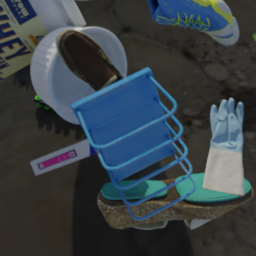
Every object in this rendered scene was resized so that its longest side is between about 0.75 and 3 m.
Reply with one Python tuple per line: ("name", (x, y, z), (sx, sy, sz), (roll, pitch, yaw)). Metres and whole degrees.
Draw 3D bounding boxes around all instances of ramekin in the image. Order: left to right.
("ramekin", (-0.971, -1.063, 5.483), (0.897, 1.840, 1.840), (26, 57, 37))

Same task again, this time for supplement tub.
("supplement tub", (-2.356, -2.265, 5.846), (2.517, 1.825, 1.825), (-29, 59, 2))

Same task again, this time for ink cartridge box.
("ink cartridge box", (-0.895, 0.407, 5.244), (0.882, 1.863, 0.345), (-23, 89, -60))

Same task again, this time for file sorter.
("file sorter", (0.164, 0.279, 3.666), (1.102, 1.588, 0.974), (-27, 40, -5))

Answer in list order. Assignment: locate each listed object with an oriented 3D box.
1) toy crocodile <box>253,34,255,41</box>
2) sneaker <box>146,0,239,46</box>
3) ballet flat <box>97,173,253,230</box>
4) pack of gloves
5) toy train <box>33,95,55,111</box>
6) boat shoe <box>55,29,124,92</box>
("toy crocodile", (3.891, -2.710, 7.832), (1.008, 0.311, 0.340), (-33, 96, -11))
("sneaker", (1.319, -2.626, 6.490), (1.359, 0.980, 2.587), (-45, 96, -3))
("ballet flat", (0.783, 1.309, 4.813), (2.567, 0.838, 0.905), (-2, 23, 4))
("pack of gloves", (1.613, 0.266, 3.662), (1.146, 0.269, 1.364), (8, 65, 12))
("toy train", (-1.999, -0.734, 8.650), (1.896, 0.396, 0.535), (16, 47, 11))
("boat shoe", (-0.425, -0.895, 4.645), (0.654, 1.770, 0.655), (-50, 43, -2))
